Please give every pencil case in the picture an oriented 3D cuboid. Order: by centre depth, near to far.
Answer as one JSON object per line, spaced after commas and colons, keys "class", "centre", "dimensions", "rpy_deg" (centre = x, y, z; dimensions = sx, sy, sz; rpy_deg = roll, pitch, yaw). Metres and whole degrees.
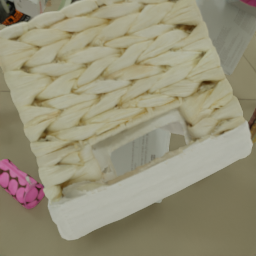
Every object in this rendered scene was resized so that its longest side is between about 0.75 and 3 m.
{"class": "pencil case", "centre": [-2.494, 1.197, 6.319], "dimensions": [1.394, 0.653, 0.633], "rpy_deg": [23, 47, 30]}

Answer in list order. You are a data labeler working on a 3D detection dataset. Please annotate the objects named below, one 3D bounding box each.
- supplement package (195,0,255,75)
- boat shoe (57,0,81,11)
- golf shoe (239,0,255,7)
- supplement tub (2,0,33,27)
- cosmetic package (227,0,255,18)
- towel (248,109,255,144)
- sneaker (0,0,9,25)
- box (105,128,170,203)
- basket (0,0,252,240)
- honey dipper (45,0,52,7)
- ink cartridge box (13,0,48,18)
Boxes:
{"class": "supplement package", "centre": [1.833, -3.259, 7.827], "dimensions": [2.993, 2.272, 2.255], "rpy_deg": [12, 19, -41]}
{"class": "boat shoe", "centre": [-1.055, -2.578, 6.038], "dimensions": [0.806, 0.954, 2.677], "rpy_deg": [22, 53, -27]}
{"class": "golf shoe", "centre": [3.111, -3.071, 5.793], "dimensions": [2.755, 1.037, 1.261], "rpy_deg": [11, 37, -2]}
{"class": "supplement tub", "centre": [-3.131, -3.190, 7.071], "dimensions": [1.067, 1.067, 1.742], "rpy_deg": [12, 5, 16]}
{"class": "cosmetic package", "centre": [3.178, -3.160, 6.675], "dimensions": [1.545, 0.825, 0.697], "rpy_deg": [10, 8, -31]}
{"class": "towel", "centre": [2.603, -0.419, 5.035], "dimensions": [0.235, 1.588, 2.166], "rpy_deg": [36, 39, 27]}
{"class": "sneaker", "centre": [-3.364, -1.901, 5.329], "dimensions": [2.304, 0.869, 0.913], "rpy_deg": [-12, 56, 8]}
{"class": "box", "centre": [-0.173, 0.281, 6.223], "dimensions": [2.166, 2.155, 1.416], "rpy_deg": [6, 31, 8]}
{"class": "basket", "centre": [-0.272, -0.322, 3.415], "dimensions": [1.872, 1.704, 2.762], "rpy_deg": [-23, 9, -11]}
{"class": "honey dipper", "centre": [-2.470, -4.182, 8.199], "dimensions": [0.219, 1.154, 0.219], "rpy_deg": [-6, 27, 3]}
{"class": "ink cartridge box", "centre": [-2.080, -3.366, 6.455], "dimensions": [0.585, 1.392, 1.016], "rpy_deg": [23, -4, -14]}
